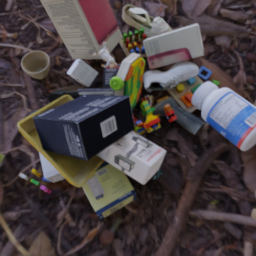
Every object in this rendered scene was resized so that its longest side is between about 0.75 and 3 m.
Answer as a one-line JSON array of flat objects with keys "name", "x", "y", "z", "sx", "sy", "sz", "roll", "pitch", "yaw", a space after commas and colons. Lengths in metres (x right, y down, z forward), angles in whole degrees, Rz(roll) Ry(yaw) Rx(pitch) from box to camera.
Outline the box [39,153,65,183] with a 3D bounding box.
[{"name": "box", "x": -2.290, "y": 1.065, "z": 9.657, "sx": 1.235, "sy": 0.812, "sz": 1.242, "roll": -20, "pitch": 66, "yaw": 1}]

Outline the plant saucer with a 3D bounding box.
[{"name": "plant saucer", "x": -1.910, "y": 0.412, "z": 8.992, "sx": 2.553, "sy": 0.619, "sz": 2.553, "roll": 46, "pitch": 36, "yaw": -2}]

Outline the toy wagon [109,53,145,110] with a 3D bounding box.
[{"name": "toy wagon", "x": -0.004, "y": -1.221, "z": 9.601, "sx": 0.503, "sy": 2.544, "sz": 1.974, "roll": 19, "pitch": 39, "yaw": 17}]

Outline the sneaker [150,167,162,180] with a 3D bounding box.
[{"name": "sneaker", "x": 0.965, "y": 1.435, "z": 9.707, "sx": 0.406, "sy": 0.386, "sz": 1.024, "roll": 17, "pitch": 38, "yaw": 2}]

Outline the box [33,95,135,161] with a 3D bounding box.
[{"name": "box", "x": -1.246, "y": -0.131, "z": 8.269, "sx": 1.955, "sy": 1.118, "sz": 2.147, "roll": 8, "pitch": 28, "yaw": 39}]

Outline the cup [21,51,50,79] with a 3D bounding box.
[{"name": "cup", "x": -3.664, "y": -2.446, "z": 11.409, "sx": 1.111, "sy": 0.795, "sz": 1.111, "roll": 0, "pitch": 65, "yaw": 1}]

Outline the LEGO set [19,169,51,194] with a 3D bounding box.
[{"name": "LEGO set", "x": -3.145, "y": 1.707, "z": 9.610, "sx": 1.269, "sy": 0.521, "sz": 0.484, "roll": 25, "pitch": 67, "yaw": 12}]

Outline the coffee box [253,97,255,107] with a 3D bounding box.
[{"name": "coffee box", "x": 5.163, "y": -0.793, "z": 10.508, "sx": 0.724, "sy": 1.026, "sz": 1.815, "roll": 23, "pitch": 66, "yaw": 10}]

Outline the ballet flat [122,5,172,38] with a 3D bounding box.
[{"name": "ballet flat", "x": 0.943, "y": -4.565, "z": 12.314, "sx": 2.916, "sy": 1.013, "sz": 1.013, "roll": 32, "pitch": 69, "yaw": 14}]

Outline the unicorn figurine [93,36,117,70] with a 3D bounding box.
[{"name": "unicorn figurine", "x": -0.829, "y": -2.652, "z": 10.137, "sx": 0.844, "sy": 0.454, "sz": 1.229, "roll": -33, "pitch": 97, "yaw": -45}]

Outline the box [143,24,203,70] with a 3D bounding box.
[{"name": "box", "x": 1.794, "y": -3.172, "z": 10.915, "sx": 2.099, "sy": 1.144, "sz": 1.342, "roll": -11, "pitch": 18, "yaw": 19}]

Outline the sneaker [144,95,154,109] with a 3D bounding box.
[{"name": "sneaker", "x": 0.740, "y": -0.845, "z": 10.953, "sx": 0.411, "sy": 0.342, "sz": 0.912, "roll": 3, "pitch": 66, "yaw": 23}]

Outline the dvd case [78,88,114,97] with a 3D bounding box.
[{"name": "dvd case", "x": -0.997, "y": -0.598, "z": 9.856, "sx": 1.253, "sy": 1.685, "sz": 0.135, "roll": 1, "pitch": 33, "yaw": 15}]

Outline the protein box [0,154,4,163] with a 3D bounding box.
[{"name": "protein box", "x": -4.905, "y": 1.120, "z": 9.206, "sx": 0.708, "sy": 1.050, "sz": 1.042, "roll": 10, "pitch": 71, "yaw": 43}]

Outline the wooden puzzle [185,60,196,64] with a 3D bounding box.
[{"name": "wooden puzzle", "x": 2.478, "y": -2.449, "z": 11.799, "sx": 0.708, "sy": 0.084, "sz": 1.194, "roll": 7, "pitch": 66, "yaw": 3}]

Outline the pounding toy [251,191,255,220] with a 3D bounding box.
[{"name": "pounding toy", "x": 5.142, "y": 1.975, "z": 8.895, "sx": 1.572, "sy": 1.577, "sz": 2.750, "roll": 26, "pitch": 68, "yaw": 16}]

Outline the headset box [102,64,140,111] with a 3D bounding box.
[{"name": "headset box", "x": -0.260, "y": -1.691, "z": 11.078, "sx": 1.473, "sy": 0.743, "sz": 1.982, "roll": 1, "pitch": 65, "yaw": 0}]

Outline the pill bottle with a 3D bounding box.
[{"name": "pill bottle", "x": 3.468, "y": -0.499, "z": 9.712, "sx": 1.413, "sy": 1.413, "sz": 2.519, "roll": -35, "pitch": 58, "yaw": -15}]

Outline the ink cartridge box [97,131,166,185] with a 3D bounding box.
[{"name": "ink cartridge box", "x": 0.124, "y": 0.812, "z": 8.968, "sx": 1.801, "sy": 0.757, "sz": 1.310, "roll": 29, "pitch": 30, "yaw": 18}]

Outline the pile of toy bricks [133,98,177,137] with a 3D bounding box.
[{"name": "pile of toy bricks", "x": 0.712, "y": -0.455, "z": 9.573, "sx": 1.280, "sy": 2.307, "sz": 1.139, "roll": -25, "pitch": 87, "yaw": -12}]

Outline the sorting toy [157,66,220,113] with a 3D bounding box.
[{"name": "sorting toy", "x": 2.442, "y": -1.504, "z": 11.152, "sx": 2.768, "sy": 0.377, "sz": 1.558, "roll": -35, "pitch": 72, "yaw": -13}]

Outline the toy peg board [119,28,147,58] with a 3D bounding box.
[{"name": "toy peg board", "x": 0.374, "y": -3.644, "z": 12.067, "sx": 1.213, "sy": 0.593, "sz": 1.208, "roll": -20, "pitch": 66, "yaw": -10}]

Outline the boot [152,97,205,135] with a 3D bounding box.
[{"name": "boot", "x": 1.804, "y": -0.320, "z": 10.296, "sx": 1.565, "sy": 0.625, "sz": 1.721, "roll": -32, "pitch": 72, "yaw": -34}]

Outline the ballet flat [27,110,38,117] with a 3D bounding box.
[{"name": "ballet flat", "x": -2.746, "y": -0.350, "z": 10.508, "sx": 2.056, "sy": 0.751, "sz": 0.751, "roll": 6, "pitch": 65, "yaw": 8}]

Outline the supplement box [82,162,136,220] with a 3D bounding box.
[{"name": "supplement box", "x": -0.680, "y": 2.000, "z": 9.232, "sx": 1.411, "sy": 0.947, "sz": 1.409, "roll": -28, "pitch": 68, "yaw": -12}]

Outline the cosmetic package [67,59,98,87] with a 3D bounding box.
[{"name": "cosmetic package", "x": -1.770, "y": -2.117, "z": 10.821, "sx": 0.849, "sy": 0.700, "sz": 0.700, "roll": 35, "pitch": 86, "yaw": -28}]

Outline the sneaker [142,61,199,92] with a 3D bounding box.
[{"name": "sneaker", "x": 1.648, "y": -1.866, "z": 10.838, "sx": 2.237, "sy": 0.833, "sz": 0.974, "roll": -16, "pitch": 40, "yaw": 15}]

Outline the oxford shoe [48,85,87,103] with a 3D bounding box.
[{"name": "oxford shoe", "x": -1.660, "y": -1.185, "z": 10.496, "sx": 2.586, "sy": 0.940, "sz": 1.091, "roll": 14, "pitch": 41, "yaw": 23}]

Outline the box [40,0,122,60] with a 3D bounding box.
[{"name": "box", "x": -1.741, "y": -4.262, "z": 10.804, "sx": 1.826, "sy": 2.855, "sz": 1.556, "roll": 10, "pitch": 54, "yaw": 34}]
